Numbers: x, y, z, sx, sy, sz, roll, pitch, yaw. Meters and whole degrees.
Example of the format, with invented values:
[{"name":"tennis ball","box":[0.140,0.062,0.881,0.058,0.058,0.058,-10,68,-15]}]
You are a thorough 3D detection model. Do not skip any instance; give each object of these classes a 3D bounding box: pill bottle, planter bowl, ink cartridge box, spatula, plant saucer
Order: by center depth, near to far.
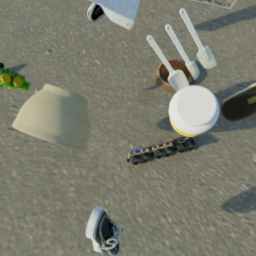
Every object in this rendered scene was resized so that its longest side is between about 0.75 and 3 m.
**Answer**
[{"name":"pill bottle","box":[1.535,-0.374,6.667,1.118,2.008,1.118,-1,85,10]},{"name":"spatula","box":[1.482,-2.028,7.695,1.456,2.095,0.168,-35,39,12]},{"name":"planter bowl","box":[-1.991,-0.377,8.015,2.142,2.142,1.442,19,88,11]},{"name":"ink cartridge box","box":[-0.497,-3.905,8.685,1.648,0.413,1.337,20,57,-11]},{"name":"plant saucer","box":[1.976,-2.276,11.889,1.788,0.308,1.788,0,59,-1]}]

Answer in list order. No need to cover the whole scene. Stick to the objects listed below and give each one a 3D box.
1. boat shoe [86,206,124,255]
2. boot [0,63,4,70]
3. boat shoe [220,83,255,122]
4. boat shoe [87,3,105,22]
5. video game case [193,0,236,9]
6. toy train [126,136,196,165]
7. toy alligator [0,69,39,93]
[{"name":"boat shoe","box":[-0.491,2.477,6.474,0.667,1.954,0.721,15,46,15]},{"name":"boot","box":[-5.537,-2.213,11.788,0.990,0.378,0.832,-35,62,-11]},{"name":"boat shoe","box":[3.438,-0.871,6.899,2.349,0.894,0.842,-17,96,20]},{"name":"boat shoe","box":[-0.716,-5.015,10.721,2.281,0.818,0.773,-43,27,13]},{"name":"video game case","box":[2.454,-3.790,7.910,1.257,1.146,0.144,14,92,3]},{"name":"toy train","box":[1.149,0.763,10.013,2.577,0.440,0.590,-14,57,-9]},{"name":"toy alligator","box":[-3.626,-1.553,9.135,0.580,1.957,0.531,-6,79,43]}]
